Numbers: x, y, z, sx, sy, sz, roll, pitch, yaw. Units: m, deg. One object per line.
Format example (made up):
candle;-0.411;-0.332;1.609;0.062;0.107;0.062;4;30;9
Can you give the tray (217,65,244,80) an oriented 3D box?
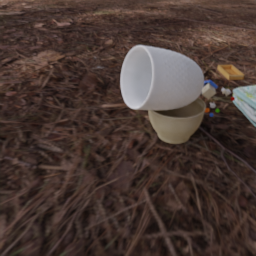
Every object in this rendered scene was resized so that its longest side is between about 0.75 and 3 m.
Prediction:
tray;4.482;-2.440;12.292;0.653;0.245;1.325;-2;32;-5

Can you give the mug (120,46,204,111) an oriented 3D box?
mug;0.839;-1.333;7.396;1.828;1.540;2.085;0;27;-30

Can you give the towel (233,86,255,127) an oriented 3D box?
towel;4.878;-0.687;9.058;2.254;0.634;2.633;-3;32;-4

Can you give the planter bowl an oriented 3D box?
planter bowl;1.312;-0.216;7.881;1.561;1.051;1.561;0;31;0

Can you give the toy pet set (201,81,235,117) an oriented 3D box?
toy pet set;2.652;-1.007;8.771;0.912;0.977;0.519;34;40;-17
